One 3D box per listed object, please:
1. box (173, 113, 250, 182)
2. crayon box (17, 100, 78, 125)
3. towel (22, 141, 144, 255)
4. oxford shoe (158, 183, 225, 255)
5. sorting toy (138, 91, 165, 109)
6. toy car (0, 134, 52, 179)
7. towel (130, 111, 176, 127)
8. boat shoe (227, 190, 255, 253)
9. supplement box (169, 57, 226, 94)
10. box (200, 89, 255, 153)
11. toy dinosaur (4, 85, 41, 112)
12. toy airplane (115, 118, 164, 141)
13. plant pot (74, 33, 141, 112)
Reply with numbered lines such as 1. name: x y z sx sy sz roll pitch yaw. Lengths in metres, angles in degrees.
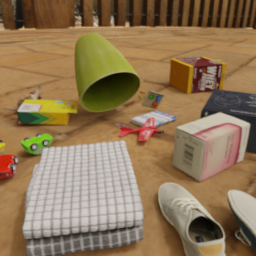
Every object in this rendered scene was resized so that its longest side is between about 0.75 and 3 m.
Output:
1. box: 2.131 0.439 7.212 1.779 1.137 0.969 -17 29 -32
2. crayon box: -2.819 -0.575 10.100 1.973 0.501 1.253 1 24 -7
3. towel: -0.878 1.293 5.530 2.017 1.042 2.436 -5 27 -8
4. oxford shoe: 1.146 1.622 5.220 0.850 0.653 2.261 -7 23 -8
5. sorting toy: 0.813 -1.070 10.622 1.010 0.753 0.135 11 38 -27
6. toy car: -2.948 0.657 7.569 1.930 0.457 2.051 -20 32 -38
7. towel: 0.908 -0.292 10.004 1.434 0.171 1.053 -19 28 -39
8. boat shoe: 2.277 1.800 4.935 0.661 0.546 1.764 -5 27 -16
9. supplement box: 3.349 -2.636 13.777 1.956 1.299 1.930 -8 26 -17
10. box: 3.368 -0.285 8.679 1.914 1.186 1.881 11 28 24
11. toy dinosaur: -3.956 -0.967 10.933 1.655 0.710 1.121 -31 24 -20
12. toy airplane: 0.355 0.092 8.990 1.612 0.296 1.612 -1 27 1
13. plant pot: -1.046 -2.176 10.143 2.238 2.238 2.391 -13 64 -26
